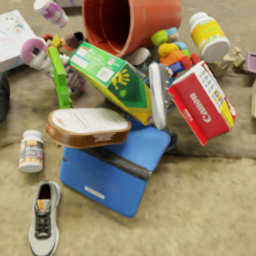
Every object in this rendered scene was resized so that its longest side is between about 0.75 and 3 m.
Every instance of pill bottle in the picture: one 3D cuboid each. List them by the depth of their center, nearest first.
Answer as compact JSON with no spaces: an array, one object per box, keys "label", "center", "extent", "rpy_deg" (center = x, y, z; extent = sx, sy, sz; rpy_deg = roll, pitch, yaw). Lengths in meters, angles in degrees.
[{"label":"pill bottle","center":[-3.190,0.776,9.270],"extent":[0.738,0.738,1.268],"rpy_deg":[-6,63,-3]},{"label":"pill bottle","center":[2.852,-3.322,10.144],"extent":[1.005,1.005,1.811],"rpy_deg":[-12,56,-6]},{"label":"pill bottle","center":[-2.835,-4.305,10.485],"extent":[0.688,1.226,0.688],"rpy_deg":[-12,65,28]}]

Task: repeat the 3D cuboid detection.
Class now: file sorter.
[{"label":"file sorter","center":[1.094,-1.389,10.141],"extent":[0.954,1.079,1.556],"rpy_deg":[-37,69,-17]}]

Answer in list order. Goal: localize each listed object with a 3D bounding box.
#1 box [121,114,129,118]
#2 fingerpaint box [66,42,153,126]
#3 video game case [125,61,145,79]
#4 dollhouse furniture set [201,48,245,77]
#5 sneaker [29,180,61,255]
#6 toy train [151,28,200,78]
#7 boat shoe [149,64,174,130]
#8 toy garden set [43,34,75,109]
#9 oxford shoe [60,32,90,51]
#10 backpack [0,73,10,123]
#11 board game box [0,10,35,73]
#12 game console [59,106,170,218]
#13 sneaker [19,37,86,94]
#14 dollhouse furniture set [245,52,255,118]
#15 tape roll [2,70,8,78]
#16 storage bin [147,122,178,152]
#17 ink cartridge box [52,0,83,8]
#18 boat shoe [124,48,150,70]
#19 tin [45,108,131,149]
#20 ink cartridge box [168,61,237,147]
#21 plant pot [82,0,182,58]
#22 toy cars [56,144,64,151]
[{"label":"box","center":[-0.554,0.543,9.414],"extent":[0.732,0.672,2.090],"rpy_deg":[13,64,6]},{"label":"fingerpaint box","center":[-0.443,-1.451,8.951],"extent":[0.951,2.163,2.593],"rpy_deg":[-50,44,-2]},{"label":"video game case","center":[0.096,-2.034,10.342],"extent":[0.891,0.980,0.114],"rpy_deg":[33,76,-12]},{"label":"dollhouse furniture set","center":[3.691,-2.970,11.241],"extent":[1.428,0.898,1.614],"rpy_deg":[-11,61,-33]},{"label":"sneaker","center":[-2.514,2.655,8.256],"extent":[0.851,0.913,2.303],"rpy_deg":[-2,65,-3]},{"label":"toy train","center":[1.216,-2.384,8.970],"extent":[2.707,1.146,1.566],"rpy_deg":[-29,94,-55]},{"label":"boat shoe","center":[0.949,-0.855,7.554],"extent":[0.586,0.618,1.768],"rpy_deg":[-8,92,-9]},{"label":"toy garden set","center":[-2.005,-1.404,8.728],"extent":[0.521,2.611,2.177],"rpy_deg":[-15,55,-16]},{"label":"oxford shoe","center":[-1.773,-3.194,10.355],"extent":[0.639,1.761,0.627],"rpy_deg":[-29,96,24]},{"label":"backpack","center":[-5.518,-0.853,9.544],"extent":[2.608,1.651,2.176],"rpy_deg":[-6,48,-4]},{"label":"board game box","center":[-5.118,-3.372,11.175],"extent":[2.654,0.576,2.641],"rpy_deg":[-28,62,-18]},{"label":"game console","center":[-0.463,0.987,8.910],"extent":[2.820,2.407,1.669],"rpy_deg":[24,24,17]},{"label":"sneaker","center":[-2.684,-2.243,9.936],"extent":[1.219,2.757,1.109],"rpy_deg":[32,87,48]},{"label":"dollhouse furniture set","center":[5.614,-1.625,9.649],"extent":[2.286,2.048,2.885],"rpy_deg":[13,72,-8]},{"label":"tape roll","center":[-5.323,-2.155,10.957],"extent":[1.150,0.276,1.150],"rpy_deg":[0,64,0]},{"label":"storage bin","center":[0.855,0.304,9.446],"extent":[1.358,0.988,0.912],"rpy_deg":[-23,56,-11]},{"label":"ink cartridge box","center":[-2.690,-6.296,12.664],"extent":[2.031,0.853,1.471],"rpy_deg":[-5,64,-3]},{"label":"boat shoe","center":[0.356,-2.398,10.212],"extent":[0.513,1.658,0.621],"rpy_deg":[16,72,-28]},{"label":"tin","center":[-1.055,-0.066,7.871],"extent":[2.528,0.529,1.415],"rpy_deg":[-6,32,-40]},{"label":"ink cartridge box","center":[2.400,-0.791,8.873],"extent":[2.158,0.905,1.895],"rpy_deg":[55,36,-7]},{"label":"plant pot","center":[0.291,-4.164,10.386],"extent":[2.852,2.933,2.933],"rpy_deg":[-20,63,-35]},{"label":"toy cars","center":[-2.176,0.550,9.251],"extent":[0.351,0.784,0.174],"rpy_deg":[-39,61,-2]}]
